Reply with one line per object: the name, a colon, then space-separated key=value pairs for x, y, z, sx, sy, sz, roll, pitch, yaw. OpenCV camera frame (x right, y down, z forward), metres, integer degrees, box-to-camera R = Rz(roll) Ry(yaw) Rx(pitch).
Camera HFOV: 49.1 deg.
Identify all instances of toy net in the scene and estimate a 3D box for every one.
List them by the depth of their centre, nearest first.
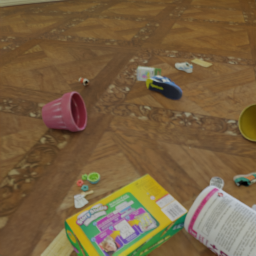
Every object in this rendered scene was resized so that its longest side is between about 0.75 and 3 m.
toy net: x=-1.465 y=1.983 z=9.139 sx=0.716 sy=0.264 sz=1.365 roll=12 pitch=38 yaw=15

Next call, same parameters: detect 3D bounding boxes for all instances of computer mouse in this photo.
computer mouse: x=2.795 y=2.098 z=9.013 sx=0.650 sy=0.260 sz=1.186 roll=12 pitch=44 yaw=24

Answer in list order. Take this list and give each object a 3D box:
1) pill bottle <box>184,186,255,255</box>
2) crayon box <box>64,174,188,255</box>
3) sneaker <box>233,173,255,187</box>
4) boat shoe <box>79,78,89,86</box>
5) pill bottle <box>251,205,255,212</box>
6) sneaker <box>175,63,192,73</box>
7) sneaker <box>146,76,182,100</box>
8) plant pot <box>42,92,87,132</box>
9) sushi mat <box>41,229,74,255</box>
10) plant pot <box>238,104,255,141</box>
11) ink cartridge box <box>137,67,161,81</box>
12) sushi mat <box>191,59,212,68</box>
pill bottle: x=2.882 y=2.760 z=7.082 sx=2.602 sy=1.475 sz=1.475 roll=31 pitch=46 yaw=34
crayon box: x=-0.023 y=2.642 z=7.684 sx=2.922 sy=0.851 sz=1.735 roll=-23 pitch=44 yaw=-30
sneaker: x=4.056 y=1.779 z=9.386 sx=0.969 sy=0.346 sz=0.387 roll=-8 pitch=43 yaw=-4
boat shoe: x=-2.242 y=-2.403 z=14.730 sx=0.308 sy=0.350 sz=0.984 roll=22 pitch=4 yaw=14
pill bottle: x=4.434 y=2.518 z=7.843 sx=1.720 sy=0.940 sz=0.940 roll=1 pitch=37 yaw=1
sneaker: x=3.303 y=-3.660 z=16.573 sx=1.153 sy=0.466 sz=0.441 roll=27 pitch=46 yaw=33
sneaker: x=1.950 y=-2.138 z=14.253 sx=0.908 sy=0.816 sz=2.207 roll=-28 pitch=45 yaw=-35
plant pot: x=-2.699 y=-0.593 z=11.667 sx=1.441 sy=1.610 sz=1.610 roll=-8 pitch=35 yaw=14
sushi mat: x=-1.905 y=3.345 z=7.451 sx=0.667 sy=0.084 sz=1.393 roll=20 pitch=42 yaw=23
plant pot: x=5.414 y=-0.183 z=11.300 sx=1.050 sy=1.479 sz=1.479 roll=5 pitch=28 yaw=-38
ink cartridge box: x=1.137 y=-2.943 z=15.429 sx=1.300 sy=0.675 sz=0.386 roll=7 pitch=37 yaw=10
sushi mat: x=4.550 y=-4.024 z=17.386 sx=0.591 sy=0.075 sz=1.236 roll=-28 pitch=45 yaw=-32
